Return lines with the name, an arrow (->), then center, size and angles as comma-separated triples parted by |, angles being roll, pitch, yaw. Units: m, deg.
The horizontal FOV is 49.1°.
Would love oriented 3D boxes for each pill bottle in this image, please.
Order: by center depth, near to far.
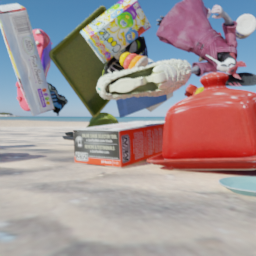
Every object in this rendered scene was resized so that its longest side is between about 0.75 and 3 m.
pill bottle -> 3.723, -3.219, 9.054 | 0.619, 0.619, 1.088 | 0, 6, 13

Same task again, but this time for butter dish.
butter dish -> 1.906, -0.213, 5.894 | 2.573, 1.907, 2.580 | -8, 2, 38

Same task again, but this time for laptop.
laptop -> 0.615, -1.240, 9.463 | 1.982, 1.227, 2.116 | -22, 6, -11

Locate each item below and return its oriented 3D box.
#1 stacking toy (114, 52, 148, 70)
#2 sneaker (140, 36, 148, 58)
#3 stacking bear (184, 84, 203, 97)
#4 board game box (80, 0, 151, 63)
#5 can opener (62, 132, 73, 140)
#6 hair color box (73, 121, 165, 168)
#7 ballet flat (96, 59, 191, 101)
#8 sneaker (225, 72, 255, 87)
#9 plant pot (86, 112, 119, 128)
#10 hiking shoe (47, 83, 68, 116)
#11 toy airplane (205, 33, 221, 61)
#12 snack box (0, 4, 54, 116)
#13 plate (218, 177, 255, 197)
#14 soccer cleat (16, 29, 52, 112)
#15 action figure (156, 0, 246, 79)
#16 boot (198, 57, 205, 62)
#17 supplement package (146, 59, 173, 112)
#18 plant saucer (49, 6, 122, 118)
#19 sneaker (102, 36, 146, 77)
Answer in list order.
stacking toy -> 0.014, -1.652, 6.886 | 0.856, 0.625, 0.625 | 37, 13, 15
sneaker -> 0.069, -2.265, 9.358 | 0.822, 0.789, 2.095 | -5, -21, -20
stacking bear -> 3.224, -1.389, 12.203 | 1.623, 0.986, 0.923 | 30, 13, 36
board game box -> -0.315, -2.382, 6.793 | 1.444, 0.757, 0.744 | -37, 38, 3
can opener -> -2.619, 0.442, 14.458 | 1.988, 0.782, 0.630 | -3, 39, 28
hair color box -> 0.039, 0.320, 7.405 | 1.425, 0.860, 2.807 | 1, 5, 35
ballet flat -> 0.362, -0.934, 5.748 | 2.064, 0.740, 0.740 | -14, 2, -1
sneaker -> 2.963, -1.278, 7.491 | 1.052, 0.369, 0.432 | 10, 3, 32
plant pot -> -1.151, 0.205, 10.914 | 1.397, 1.397, 1.327 | 0, 14, 15
hiking shoe -> -3.649, -1.430, 12.833 | 0.774, 0.902, 2.081 | 9, -24, 42
toy airplane -> 3.593, -3.004, 11.023 | 1.366, 1.366, 0.251 | -1, 21, -28
snack box -> -2.835, -1.900, 7.654 | 0.700, 2.641, 1.878 | -18, 32, -18
plate -> 1.824, 0.855, 4.033 | 1.017, 0.130, 1.017 | -1, 2, 0
soccer cleat -> -3.142, -1.971, 9.805 | 0.988, 2.961, 1.132 | -2, -11, 18
action figure -> 2.125, -2.253, 7.801 | 1.914, 2.857, 2.127 | -49, -26, 24
boot -> 3.883, -3.307, 13.068 | 0.970, 0.466, 1.326 | 21, 45, 14
supplement package -> 0.589, -1.943, 11.498 | 1.320, 1.324, 2.258 | -37, 51, -18
plant saucer -> -1.186, -2.207, 9.524 | 0.645, 2.693, 2.689 | 13, -35, 44
sneaker -> -0.138, -1.693, 7.481 | 0.640, 1.733, 0.701 | 39, -27, -5
